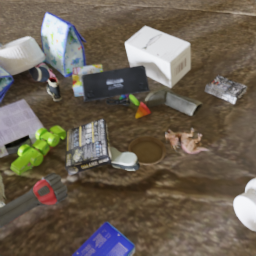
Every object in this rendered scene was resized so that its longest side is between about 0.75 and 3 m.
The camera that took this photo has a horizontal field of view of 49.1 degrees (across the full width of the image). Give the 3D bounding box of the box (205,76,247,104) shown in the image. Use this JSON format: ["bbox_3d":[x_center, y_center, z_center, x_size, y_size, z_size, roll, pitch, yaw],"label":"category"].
[{"bbox_3d":[4.650,-1.848,13.325,1.533,0.382,1.209,30,51,28],"label":"box"}]

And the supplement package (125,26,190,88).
[{"bbox_3d":[1.491,-3.584,14.016,2.827,1.658,1.652,33,68,31],"label":"supplement package"}]

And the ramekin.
[{"bbox_3d":[-5.499,-3.680,14.141,2.296,1.205,2.296,-15,30,9],"label":"ramekin"}]

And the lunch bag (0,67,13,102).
[{"bbox_3d":[-6.794,-1.991,12.523,2.696,1.718,2.293,-38,55,-21],"label":"lunch bag"}]

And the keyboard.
[{"bbox_3d":[-0.555,-1.758,12.639,2.995,0.384,1.798,-10,73,0],"label":"keyboard"}]

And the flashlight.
[{"bbox_3d":[-3.202,2.377,8.302,2.809,0.951,0.954,-29,28,-32],"label":"flashlight"}]

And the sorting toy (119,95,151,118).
[{"bbox_3d":[0.189,-0.996,12.460,0.641,0.646,1.862,-45,52,-4],"label":"sorting toy"}]

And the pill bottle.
[{"bbox_3d":[4.567,2.016,8.457,2.641,1.479,1.479,-21,47,-21],"label":"pill bottle"}]

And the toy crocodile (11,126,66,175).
[{"bbox_3d":[-3.271,0.777,10.390,0.827,0.756,2.450,23,53,20],"label":"toy crocodile"}]

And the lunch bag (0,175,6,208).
[{"bbox_3d":[-4.602,2.158,8.655,1.603,0.942,1.314,-22,49,-11],"label":"lunch bag"}]

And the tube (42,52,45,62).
[{"bbox_3d":[-4.515,-4.122,15.720,2.023,0.510,0.783,-37,50,-24],"label":"tube"}]

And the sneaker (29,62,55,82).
[{"bbox_3d":[-4.506,-3.019,14.434,0.981,0.839,2.391,1,37,-33],"label":"sneaker"}]

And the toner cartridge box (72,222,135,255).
[{"bbox_3d":[-0.986,3.716,7.367,1.114,0.506,2.346,33,53,27],"label":"toner cartridge box"}]

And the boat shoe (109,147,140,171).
[{"bbox_3d":[-0.359,1.152,10.032,1.758,0.530,0.665,14,55,42],"label":"boat shoe"}]

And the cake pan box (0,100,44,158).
[{"bbox_3d":[-4.733,0.011,11.212,2.205,0.626,2.394,-28,50,-24],"label":"cake pan box"}]

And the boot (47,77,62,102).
[{"bbox_3d":[-3.484,-1.973,12.981,0.496,1.038,1.374,-21,47,-21],"label":"boot"}]

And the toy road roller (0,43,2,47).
[{"bbox_3d":[-7.133,-3.725,15.047,1.025,1.218,1.668,-5,81,-6],"label":"toy road roller"}]

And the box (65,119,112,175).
[{"bbox_3d":[-1.492,0.642,10.328,1.610,0.491,1.998,-16,42,3],"label":"box"}]

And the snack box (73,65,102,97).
[{"bbox_3d":[-1.924,-2.341,13.678,1.496,0.600,1.773,-7,45,-4],"label":"snack box"}]

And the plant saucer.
[{"bbox_3d":[0.710,0.878,10.581,1.425,0.210,1.425,0,43,0],"label":"plant saucer"}]

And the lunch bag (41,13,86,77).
[{"bbox_3d":[-3.345,-4.333,14.338,1.654,2.596,2.207,-33,52,-29],"label":"lunch bag"}]

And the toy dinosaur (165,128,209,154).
[{"bbox_3d":[2.183,0.602,10.601,1.600,0.687,1.084,39,64,16],"label":"toy dinosaur"}]

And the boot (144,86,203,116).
[{"bbox_3d":[1.976,-1.021,12.329,2.041,0.741,1.856,38,57,25],"label":"boot"}]
